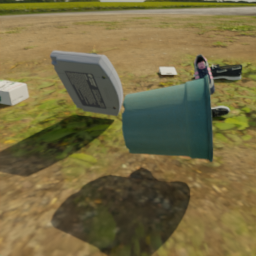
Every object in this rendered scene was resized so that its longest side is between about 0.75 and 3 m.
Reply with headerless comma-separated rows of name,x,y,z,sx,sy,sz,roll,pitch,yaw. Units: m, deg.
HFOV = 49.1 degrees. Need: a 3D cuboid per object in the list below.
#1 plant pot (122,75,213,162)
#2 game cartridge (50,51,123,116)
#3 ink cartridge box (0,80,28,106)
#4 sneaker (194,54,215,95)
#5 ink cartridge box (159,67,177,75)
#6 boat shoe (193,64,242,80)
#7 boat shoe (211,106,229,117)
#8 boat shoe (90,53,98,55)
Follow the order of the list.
plant pot,0.922,-0.136,6.469,1.886,1.926,1.926,-4,26,14
game cartridge,-1.152,-1.346,9.047,1.865,2.801,0.573,13,65,16
ink cartridge box,-5.102,-1.486,11.629,1.499,0.632,1.095,10,29,18
sneaker,1.954,-1.403,7.370,0.455,0.532,1.297,-15,47,13
ink cartridge box,2.119,-2.953,14.956,0.833,0.258,1.028,0,35,-1
boat shoe,4.553,-2.894,14.232,2.424,0.731,0.916,-2,27,-3
boat shoe,3.081,-0.530,10.122,1.133,0.389,0.321,-2,33,10
boat shoe,-1.685,-3.338,14.813,0.997,0.981,2.766,-11,29,-21
